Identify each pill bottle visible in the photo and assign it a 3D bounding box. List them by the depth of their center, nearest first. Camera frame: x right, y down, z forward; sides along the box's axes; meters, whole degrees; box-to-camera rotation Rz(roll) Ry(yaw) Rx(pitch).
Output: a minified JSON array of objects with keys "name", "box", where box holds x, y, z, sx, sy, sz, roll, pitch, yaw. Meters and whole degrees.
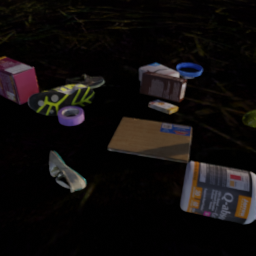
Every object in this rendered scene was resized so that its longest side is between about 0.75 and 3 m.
[{"name":"pill bottle","box":[2.440,1.612,6.860,2.166,1.261,1.261,9,35,13]}]

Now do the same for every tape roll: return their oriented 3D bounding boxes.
[{"name":"tape roll","box":[-2.188,-0.463,10.710,0.963,0.316,0.963,1,34,0]}]

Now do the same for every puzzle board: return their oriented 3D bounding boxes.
[{"name":"puzzle board","box":[0.818,0.379,9.584,2.591,0.225,1.953,9,34,12]}]

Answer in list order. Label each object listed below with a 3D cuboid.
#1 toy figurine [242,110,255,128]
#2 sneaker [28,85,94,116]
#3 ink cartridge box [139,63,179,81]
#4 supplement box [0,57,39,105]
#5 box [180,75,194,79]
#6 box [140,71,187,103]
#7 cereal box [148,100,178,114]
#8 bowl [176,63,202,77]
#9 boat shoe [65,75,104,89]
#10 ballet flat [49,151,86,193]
[{"name":"toy figurine","box":[5.210,0.056,9.026,2.535,1.337,1.519,6,49,-17]},{"name":"sneaker","box":[-2.736,-1.175,11.319,2.671,1.007,1.021,-12,28,-35]},{"name":"ink cartridge box","box":[1.566,-2.339,13.124,1.150,0.673,1.983,-25,42,-31]},{"name":"supplement box","box":[-5.035,-2.091,12.128,2.124,1.391,1.096,24,41,29]},{"name":"box","box":[2.933,-2.708,14.095,0.602,0.184,0.760,-3,34,-6]},{"name":"box","box":[1.492,-1.780,12.026,1.847,0.925,0.692,17,26,21]},{"name":"cereal box","box":[1.406,-0.845,11.249,0.996,0.197,0.716,24,28,29]},{"name":"bowl","box":[3.042,-2.881,13.972,1.284,0.252,1.284,1,35,0]},{"name":"boat shoe","box":[-1.973,-2.137,12.877,1.879,0.617,0.671,-17,38,-24]},{"name":"ballet flat","box":[-1.915,1.259,8.024,0.610,0.610,1.755,-27,43,-34]}]
